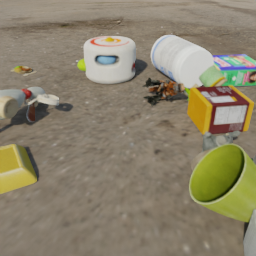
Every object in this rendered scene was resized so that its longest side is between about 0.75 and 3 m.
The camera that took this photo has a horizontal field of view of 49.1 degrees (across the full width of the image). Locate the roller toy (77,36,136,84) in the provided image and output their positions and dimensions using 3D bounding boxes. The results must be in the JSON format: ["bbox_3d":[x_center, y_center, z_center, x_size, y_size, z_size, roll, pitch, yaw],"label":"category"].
[{"bbox_3d":[-0.722,-2.934,11.627,2.338,1.634,2.133,-25,39,-35],"label":"roller toy"}]

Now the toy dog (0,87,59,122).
[{"bbox_3d":[-3.432,-0.583,8.438,1.606,1.173,2.435,31,22,34],"label":"toy dog"}]

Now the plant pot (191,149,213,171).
[{"bbox_3d":[1.901,1.004,6.045,0.886,0.886,0.769,-6,48,-9],"label":"plant pot"}]

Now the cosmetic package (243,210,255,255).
[{"bbox_3d":[2.307,2.251,3.854,1.122,0.947,2.100,9,35,14],"label":"cosmetic package"}]

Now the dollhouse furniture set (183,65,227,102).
[{"bbox_3d":[2.458,-1.467,9.267,0.665,1.325,0.868,18,35,-48],"label":"dollhouse furniture set"}]

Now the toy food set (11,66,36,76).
[{"bbox_3d":[-4.653,-2.601,12.443,1.080,0.217,0.745,22,37,31],"label":"toy food set"}]

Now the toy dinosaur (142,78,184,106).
[{"bbox_3d":[1.210,-1.296,9.820,1.198,0.901,1.765,-13,-9,-24],"label":"toy dinosaur"}]

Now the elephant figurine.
[{"bbox_3d":[2.371,0.385,7.167,0.853,0.662,0.604,6,8,24],"label":"elephant figurine"}]

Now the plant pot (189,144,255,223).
[{"bbox_3d":[2.026,1.161,5.109,1.318,1.233,1.233,37,27,-17],"label":"plant pot"}]

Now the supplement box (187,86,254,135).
[{"bbox_3d":[2.708,-0.581,8.418,1.393,0.925,1.374,-4,30,-8],"label":"supplement box"}]

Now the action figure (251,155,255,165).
[{"bbox_3d":[4.199,1.115,5.892,2.927,0.800,1.729,5,28,2],"label":"action figure"}]

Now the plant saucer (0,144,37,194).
[{"bbox_3d":[-3.068,0.921,6.526,1.530,0.371,1.530,-16,35,-25],"label":"plant saucer"}]

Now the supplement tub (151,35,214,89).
[{"bbox_3d":[2.103,-2.738,11.349,1.600,1.600,2.425,-11,33,-18],"label":"supplement tub"}]

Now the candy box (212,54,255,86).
[{"bbox_3d":[4.178,-2.375,11.500,2.092,0.806,1.768,-5,33,-7],"label":"candy box"}]
